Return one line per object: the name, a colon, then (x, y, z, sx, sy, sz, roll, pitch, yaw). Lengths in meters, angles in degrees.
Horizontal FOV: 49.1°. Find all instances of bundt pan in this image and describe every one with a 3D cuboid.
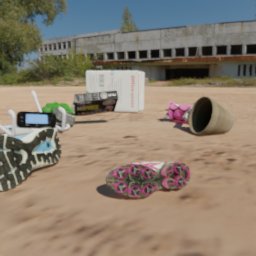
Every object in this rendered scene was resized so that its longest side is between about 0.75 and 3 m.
bundt pan: (-2.351, -0.449, 10.321, 0.920, 0.345, 0.920, 26, 3, -1)

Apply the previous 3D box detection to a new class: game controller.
game controller: (-2.996, -0.256, 9.178, 1.244, 0.262, 0.649, 1, 43, -20)

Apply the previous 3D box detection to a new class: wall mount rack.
wall mount rack: (-3.443, -0.475, 9.303, 2.868, 1.069, 2.492, -8, 22, -42)

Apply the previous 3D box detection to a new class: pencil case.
pencil case: (2.478, -0.585, 10.922, 1.912, 0.896, 0.868, 7, 36, 39)

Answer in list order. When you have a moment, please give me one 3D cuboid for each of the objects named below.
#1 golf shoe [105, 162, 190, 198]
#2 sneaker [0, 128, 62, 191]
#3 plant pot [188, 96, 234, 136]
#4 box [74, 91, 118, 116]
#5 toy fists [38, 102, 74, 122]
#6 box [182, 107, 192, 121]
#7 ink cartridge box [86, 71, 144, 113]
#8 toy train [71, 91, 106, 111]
golf shoe: (0.269, 0.828, 4.602, 1.466, 0.532, 0.675, 2, -5, -27)
sneaker: (-2.322, 0.620, 5.240, 1.082, 0.943, 2.406, -13, -1, 23)
plant pot: (2.751, -0.292, 9.028, 1.081, 1.246, 1.246, 13, 6, -20)
box: (-1.223, -0.905, 10.433, 1.561, 0.346, 1.251, -7, -18, -14)
toy fists: (-3.002, -0.721, 11.729, 1.719, 0.591, 0.876, 9, 28, 41)
box: (2.282, -0.641, 9.761, 0.993, 0.206, 0.192, -47, 11, -19)
ink cartridge box: (-0.658, -1.955, 14.889, 2.918, 2.120, 1.277, 3, 10, 18)
toy train: (-1.754, -1.219, 13.431, 1.138, 0.851, 1.997, -31, -9, 41)
